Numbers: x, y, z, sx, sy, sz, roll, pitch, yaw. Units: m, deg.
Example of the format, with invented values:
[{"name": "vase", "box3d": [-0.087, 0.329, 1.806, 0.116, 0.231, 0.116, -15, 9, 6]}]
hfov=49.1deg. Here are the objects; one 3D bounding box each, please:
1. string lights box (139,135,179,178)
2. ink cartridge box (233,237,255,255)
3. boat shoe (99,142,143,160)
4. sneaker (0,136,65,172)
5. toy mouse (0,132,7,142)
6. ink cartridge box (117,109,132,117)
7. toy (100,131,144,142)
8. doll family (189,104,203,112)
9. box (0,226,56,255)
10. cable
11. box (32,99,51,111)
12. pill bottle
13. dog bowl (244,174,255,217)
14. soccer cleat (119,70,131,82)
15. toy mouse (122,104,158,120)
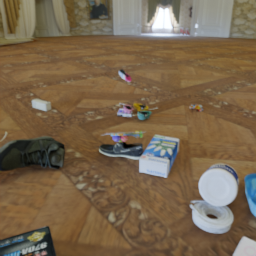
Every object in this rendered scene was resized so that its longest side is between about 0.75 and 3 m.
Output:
[{"name": "string lights box", "box3d": [1.251, 1.055, 10.905, 1.062, 0.610, 2.067, 9, 27, 18]}, {"name": "ink cartridge box", "box3d": [3.208, 3.487, 5.943, 2.153, 0.614, 1.750, 14, 28, 35]}, {"name": "boat shoe", "box3d": [-0.295, 0.818, 11.426, 1.855, 0.627, 0.666, 5, 29, 13]}, {"name": "sneaker", "box3d": [-3.391, 1.007, 10.257, 1.567, 1.046, 2.736, 13, 15, 33]}, {"name": "toy mouse", "box3d": [-4.950, 1.007, 10.776, 2.392, 0.463, 2.126, 8, 39, -16]}, {"name": "ink cartridge box", "box3d": [-0.159, -0.837, 15.421, 0.753, 0.165, 0.760, 4, 27, 7]}, {"name": "toy", "box3d": [-0.178, 0.360, 11.105, 1.610, 0.380, 0.927, -5, -4, -24]}, {"name": "doll family", "box3d": [3.841, -1.210, 15.961, 0.522, 0.379, 0.840, -17, 30, -31]}, {"name": "box", "box3d": [-2.590, 3.138, 6.823, 1.542, 0.355, 1.226, -10, 27, -21]}, {"name": "cable", "box3d": [2.411, 2.545, 8.052, 1.125, 0.390, 1.125, -2, 26, -9]}, {"name": "box", "box3d": [-4.994, -1.325, 16.119, 1.135, 0.466, 0.388, 16, 29, 27]}, {"name": "pill bottle", "box3d": [2.845, 1.668, 8.650, 1.053, 1.053, 1.895, 11, 5, 22]}, {"name": "dog bowl", "box3d": [4.245, 2.167, 8.737, 1.078, 0.479, 1.934, 5, 25, 10]}, {"name": "soccer cleat", "box3d": [-0.133, -2.373, 13.033, 0.288, 0.356, 0.825, -29, 67, -24]}, {"name": "toy mouse", "box3d": [0.438, -0.821, 14.936, 2.132, 0.413, 1.895, 14, 26, 5]}]
